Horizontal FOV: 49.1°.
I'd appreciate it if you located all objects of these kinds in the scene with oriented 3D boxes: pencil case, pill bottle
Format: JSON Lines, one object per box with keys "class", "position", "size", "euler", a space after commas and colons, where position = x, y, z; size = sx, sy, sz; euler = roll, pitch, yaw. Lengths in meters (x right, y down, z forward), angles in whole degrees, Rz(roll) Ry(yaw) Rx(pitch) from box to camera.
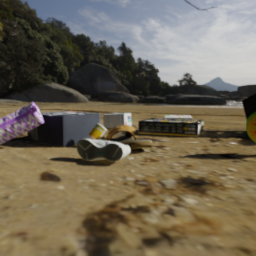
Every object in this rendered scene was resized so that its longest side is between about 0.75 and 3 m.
{"class": "pencil case", "position": [-3.768, -0.113, 9.094], "size": [1.980, 0.831, 0.846], "euler": [-28, -21, -7]}
{"class": "pill bottle", "position": [-1.119, 0.252, 9.599], "size": [0.427, 0.757, 0.427], "euler": [35, -10, 7]}

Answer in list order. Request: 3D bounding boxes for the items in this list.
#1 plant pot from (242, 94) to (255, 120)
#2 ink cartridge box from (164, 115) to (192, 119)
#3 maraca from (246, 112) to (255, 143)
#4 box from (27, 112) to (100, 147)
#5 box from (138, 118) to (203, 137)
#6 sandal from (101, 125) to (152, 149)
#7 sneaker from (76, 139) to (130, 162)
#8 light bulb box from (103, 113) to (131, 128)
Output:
{"class": "plant pot", "position": [6.495, -0.758, 12.852], "size": [2.050, 2.305, 2.311], "euler": [-16, -1, 25]}
{"class": "ink cartridge box", "position": [2.703, -0.332, 15.235], "size": [1.478, 0.621, 1.070], "euler": [1, 10, 6]}
{"class": "maraca", "position": [4.043, 0.137, 8.062], "size": [1.003, 1.463, 0.783], "euler": [-33, 10, 31]}
{"class": "box", "position": [-2.422, -0.033, 10.748], "size": [1.901, 1.087, 2.088], "euler": [5, 9, 31]}
{"class": "box", "position": [2.053, -0.069, 13.067], "size": [2.663, 0.657, 2.127], "euler": [3, 9, 20]}
{"class": "sandal", "position": [-0.215, 0.255, 9.564], "size": [1.159, 0.779, 2.886], "euler": [-3, 7, -24]}
{"class": "sneaker", "position": [-0.687, 0.615, 7.586], "size": [1.627, 0.572, 0.652], "euler": [6, 4, 30]}
{"class": "light bulb box", "position": [-0.562, -0.398, 15.069], "size": [1.205, 0.752, 1.194], "euler": [-2, 4, 19]}
